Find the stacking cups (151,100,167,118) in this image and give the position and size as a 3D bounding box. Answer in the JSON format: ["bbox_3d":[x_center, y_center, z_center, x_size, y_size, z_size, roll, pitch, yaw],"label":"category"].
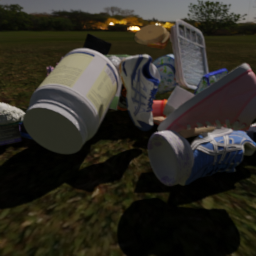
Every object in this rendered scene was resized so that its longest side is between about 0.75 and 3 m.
[{"bbox_3d":[2.021,-0.657,9.371,2.729,0.826,0.826,3,22,15],"label":"stacking cups"}]

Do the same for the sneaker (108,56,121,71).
[{"bbox_3d":[-0.972,-1.706,10.350,0.723,1.928,1.113,28,27,-8],"label":"sneaker"}]

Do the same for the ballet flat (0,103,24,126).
[{"bbox_3d":[-4.610,-0.478,8.735,2.608,0.936,0.936,-5,22,-5],"label":"ballet flat"}]

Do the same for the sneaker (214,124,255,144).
[{"bbox_3d":[3.706,0.330,8.576,2.134,0.837,0.847,-4,15,19],"label":"sneaker"}]

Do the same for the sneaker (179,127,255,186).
[{"bbox_3d":[2.326,0.700,7.295,2.808,1.063,1.081,-29,55,-31],"label":"sneaker"}]

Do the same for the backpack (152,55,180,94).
[{"bbox_3d":[1.723,-2.431,12.508,1.409,1.540,1.131,-16,9,33],"label":"backpack"}]

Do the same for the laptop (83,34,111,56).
[{"bbox_3d":[-1.711,-3.615,13.668,1.299,1.466,0.757,24,28,-2],"label":"laptop"}]

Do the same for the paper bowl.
[{"bbox_3d":[0.990,0.640,6.242,0.626,1.203,1.203,-12,25,-24],"label":"paper bowl"}]

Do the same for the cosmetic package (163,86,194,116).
[{"bbox_3d":[1.523,-0.602,7.935,0.820,0.686,0.682,29,71,9],"label":"cosmetic package"}]

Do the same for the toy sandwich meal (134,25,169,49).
[{"bbox_3d":[1.005,-3.776,11.713,1.513,0.518,1.513,-8,47,9],"label":"toy sandwich meal"}]

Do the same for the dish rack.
[{"bbox_3d":[2.661,-3.023,12.304,0.636,2.920,2.506,-12,-7,40],"label":"dish rack"}]

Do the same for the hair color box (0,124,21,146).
[{"bbox_3d":[-4.727,-0.118,9.764,1.307,0.775,2.391,-13,24,-31],"label":"hair color box"}]

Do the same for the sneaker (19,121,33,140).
[{"bbox_3d":[-2.952,-0.001,9.457,1.955,0.762,0.686,9,23,22],"label":"sneaker"}]

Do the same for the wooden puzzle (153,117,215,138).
[{"bbox_3d":[1.921,-0.335,10.595,2.424,0.488,2.621,-11,29,-35],"label":"wooden puzzle"}]

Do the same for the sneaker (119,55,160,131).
[{"bbox_3d":[0.494,-1.053,8.603,1.044,2.368,0.891,-10,13,28],"label":"sneaker"}]

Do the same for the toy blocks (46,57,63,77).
[{"bbox_3d":[-4.095,-3.525,17.111,1.808,1.629,1.935,-7,23,-16],"label":"toy blocks"}]

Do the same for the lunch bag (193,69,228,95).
[{"bbox_3d":[3.510,-1.499,11.642,1.465,1.723,1.098,-23,36,-35],"label":"lunch bag"}]

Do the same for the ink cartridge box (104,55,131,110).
[{"bbox_3d":[-0.555,-1.809,11.107,0.500,2.085,1.517,4,8,-41],"label":"ink cartridge box"}]

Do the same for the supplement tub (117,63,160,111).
[{"bbox_3d":[0.217,-1.713,11.675,1.324,2.161,1.324,21,49,-26],"label":"supplement tub"}]

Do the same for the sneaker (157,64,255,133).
[{"bbox_3d":[2.035,-0.254,6.563,2.573,1.345,0.968,-33,-8,6],"label":"sneaker"}]

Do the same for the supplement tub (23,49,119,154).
[{"bbox_3d":[-1.662,-0.856,8.639,2.114,2.114,2.916,7,45,17],"label":"supplement tub"}]
